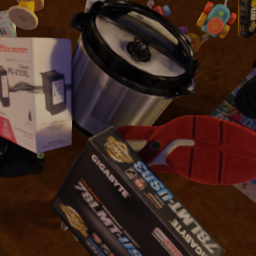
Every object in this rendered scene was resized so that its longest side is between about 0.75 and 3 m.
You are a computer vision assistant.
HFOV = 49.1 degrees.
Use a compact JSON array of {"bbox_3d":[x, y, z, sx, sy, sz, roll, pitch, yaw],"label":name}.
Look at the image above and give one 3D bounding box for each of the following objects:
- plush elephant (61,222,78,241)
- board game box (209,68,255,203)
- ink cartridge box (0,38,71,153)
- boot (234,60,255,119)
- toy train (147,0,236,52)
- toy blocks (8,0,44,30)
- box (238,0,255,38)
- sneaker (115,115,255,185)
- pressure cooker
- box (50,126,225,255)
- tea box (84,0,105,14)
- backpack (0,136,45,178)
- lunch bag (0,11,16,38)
[{"bbox_3d":[-1.392,2.408,7.800,0.801,0.852,1.034,-19,109,-41],"label":"plush elephant"},{"bbox_3d":[3.027,0.074,6.631,2.658,0.854,1.961,-44,62,-14],"label":"board game box"},{"bbox_3d":[-1.974,-0.762,5.821,1.556,0.907,2.150,15,109,39],"label":"ink cartridge box"},{"bbox_3d":[3.458,-1.390,6.365,2.718,2.227,1.006,-34,105,14],"label":"boot"},{"bbox_3d":[1.461,-2.607,6.846,2.196,0.611,1.649,-18,116,25],"label":"toy train"},{"bbox_3d":[-2.378,-3.783,6.971,0.738,1.694,2.033,13,64,-14],"label":"toy blocks"},{"bbox_3d":[3.260,-3.123,6.814,1.186,1.485,0.366,-26,41,-8],"label":"box"},{"bbox_3d":[1.215,0.439,5.573,2.990,1.727,1.172,6,86,32],"label":"sneaker"},{"bbox_3d":[0.004,-1.240,6.091,2.434,2.767,2.472,-7,58,-35],"label":"pressure cooker"},{"bbox_3d":[-0.126,1.846,5.418,2.814,2.793,0.699,47,47,10],"label":"box"},{"bbox_3d":[-0.853,-3.283,7.545,0.554,0.816,0.830,12,76,-13],"label":"tea box"},{"bbox_3d":[-3.146,0.543,8.134,1.410,1.069,1.689,-5,74,-12],"label":"backpack"},{"bbox_3d":[-4.278,-3.460,9.583,0.764,0.547,0.897,-12,83,-6],"label":"lunch bag"}]
